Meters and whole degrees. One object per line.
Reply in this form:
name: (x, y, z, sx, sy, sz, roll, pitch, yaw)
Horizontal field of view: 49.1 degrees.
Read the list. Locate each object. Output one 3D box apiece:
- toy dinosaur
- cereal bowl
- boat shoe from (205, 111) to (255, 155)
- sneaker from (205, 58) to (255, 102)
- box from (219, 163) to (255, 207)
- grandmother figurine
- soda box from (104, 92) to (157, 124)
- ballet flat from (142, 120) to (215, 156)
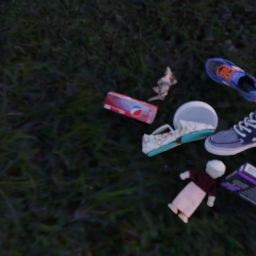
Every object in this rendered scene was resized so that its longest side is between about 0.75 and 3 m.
toy dinosaur: (1.402, -1.590, 10.951, 0.643, 1.015, 1.497, 32, 104, 4)
cereal bowl: (2.424, -0.330, 10.192, 1.519, 1.519, 0.633, 9, 36, 3)
boat shoe: (3.927, 0.012, 9.313, 2.746, 1.273, 1.025, -12, 40, -6)
sneaker: (4.065, -1.952, 10.675, 2.522, 0.989, 0.950, 35, 100, 20)
box: (3.958, 1.892, 8.940, 1.473, 2.060, 0.372, 32, 69, 10)
grandmother figurine: (2.350, 1.986, 9.417, 1.396, 0.697, 2.301, 44, 87, -3)
soda box: (0.100, -0.772, 10.568, 1.900, 0.665, 0.603, 20, 105, 8)
ballet flat: (1.695, 0.207, 9.922, 2.640, 0.998, 0.844, -19, 69, 2)
